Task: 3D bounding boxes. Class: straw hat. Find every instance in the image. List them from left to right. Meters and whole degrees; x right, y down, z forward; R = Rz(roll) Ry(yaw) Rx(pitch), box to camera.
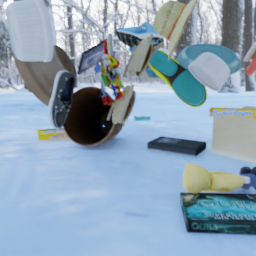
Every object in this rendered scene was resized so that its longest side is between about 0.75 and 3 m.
[{"bbox_3d":[0.937,-2.343,6.074,0.685,1.618,1.618,26,13,2],"label":"straw hat"}]

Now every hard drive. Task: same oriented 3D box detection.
[{"bbox_3d":[1.826,0.661,10.445,1.861,0.306,1.299,6,12,31],"label":"hard drive"}]

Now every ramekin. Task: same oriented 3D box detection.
[{"bbox_3d":[-2.466,-2.378,6.934,0.807,1.538,1.538,-14,15,-25],"label":"ramekin"},{"bbox_3d":[2.148,-1.488,7.321,1.041,0.546,1.041,42,2,-2],"label":"ramekin"}]

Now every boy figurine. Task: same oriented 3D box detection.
[{"bbox_3d":[2.018,1.138,6.275,2.016,0.649,1.253,6,-9,-22],"label":"boy figurine"}]

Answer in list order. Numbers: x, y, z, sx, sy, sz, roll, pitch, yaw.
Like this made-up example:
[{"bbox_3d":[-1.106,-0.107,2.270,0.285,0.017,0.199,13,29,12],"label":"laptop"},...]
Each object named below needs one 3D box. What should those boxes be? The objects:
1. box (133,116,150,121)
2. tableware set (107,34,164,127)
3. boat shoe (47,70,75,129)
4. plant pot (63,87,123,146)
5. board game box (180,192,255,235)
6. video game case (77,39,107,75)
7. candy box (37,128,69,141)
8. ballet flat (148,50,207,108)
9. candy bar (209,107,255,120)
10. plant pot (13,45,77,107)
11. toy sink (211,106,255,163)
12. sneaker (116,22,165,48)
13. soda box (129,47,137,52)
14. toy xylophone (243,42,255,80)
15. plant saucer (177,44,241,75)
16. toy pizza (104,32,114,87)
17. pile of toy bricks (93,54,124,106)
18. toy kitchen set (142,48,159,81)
[{"bbox_3d":[0.859,-0.606,17.461,0.979,0.240,0.403,-3,11,-14],"label":"box"},{"bbox_3d":[0.198,-1.209,7.589,0.491,2.449,1.619,20,-1,-16],"label":"tableware set"},{"bbox_3d":[-1.846,-0.734,7.857,0.485,1.715,0.588,26,22,37],"label":"boat shoe"},{"bbox_3d":[-1.120,-0.305,11.568,2.258,2.258,2.415,4,-5,19],"label":"plant pot"},{"bbox_3d":[1.990,1.620,5.426,1.855,0.261,1.254,1,11,4],"label":"board game box"},{"bbox_3d":[-1.404,-2.743,10.949,1.202,0.160,1.682,-37,-3,-21],"label":"video game case"},{"bbox_3d":[-2.806,0.237,12.693,2.498,0.330,1.277,-4,14,-19],"label":"candy box"},{"bbox_3d":[1.828,-1.738,10.004,2.975,0.994,0.997,51,12,29],"label":"ballet flat"},{"bbox_3d":[3.158,-0.447,8.428,1.441,0.359,0.160,3,32,9],"label":"candy bar"},{"bbox_3d":[-2.910,-2.253,10.782,1.309,2.835,2.835,-28,6,12],"label":"plant pot"},{"bbox_3d":[4.616,0.084,10.018,2.838,1.590,1.850,-8,13,-37],"label":"toy sink"},{"bbox_3d":[0.390,-2.941,8.742,1.554,0.699,0.609,8,-23,7],"label":"sneaker"},{"bbox_3d":[0.187,-3.527,11.170,0.299,0.932,0.316,-3,11,19],"label":"soda box"},{"bbox_3d":[4.608,-1.925,8.513,0.537,1.566,2.138,-20,52,-27],"label":"toy xylophone"},{"bbox_3d":[2.706,-2.343,9.302,2.098,0.288,2.098,1,40,-1],"label":"plant saucer"},{"bbox_3d":[-0.589,-2.029,8.753,0.287,1.812,1.812,-3,11,-2],"label":"toy pizza"},{"bbox_3d":[-0.396,-1.248,7.670,0.699,1.416,0.786,6,-35,-44],"label":"pile of toy bricks"},{"bbox_3d":[1.003,-2.945,11.805,1.232,1.538,0.906,-37,-14,34],"label":"toy kitchen set"}]
